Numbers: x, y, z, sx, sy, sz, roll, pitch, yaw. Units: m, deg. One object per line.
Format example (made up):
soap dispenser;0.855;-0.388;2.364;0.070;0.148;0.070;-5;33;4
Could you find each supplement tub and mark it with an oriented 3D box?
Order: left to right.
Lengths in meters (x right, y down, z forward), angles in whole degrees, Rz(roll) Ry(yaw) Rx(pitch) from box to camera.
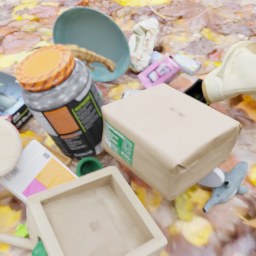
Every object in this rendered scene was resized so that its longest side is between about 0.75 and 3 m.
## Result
supplement tub;-1.564;-0.592;7.323;1.741;2.841;1.741;-10;48;11

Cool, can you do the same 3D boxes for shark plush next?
shark plush;2.397;1.468;7.120;1.711;0.712;0.777;-24;54;-20

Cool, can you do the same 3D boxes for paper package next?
paper package;0.892;0.170;6.539;2.272;1.233;2.384;-24;45;-35

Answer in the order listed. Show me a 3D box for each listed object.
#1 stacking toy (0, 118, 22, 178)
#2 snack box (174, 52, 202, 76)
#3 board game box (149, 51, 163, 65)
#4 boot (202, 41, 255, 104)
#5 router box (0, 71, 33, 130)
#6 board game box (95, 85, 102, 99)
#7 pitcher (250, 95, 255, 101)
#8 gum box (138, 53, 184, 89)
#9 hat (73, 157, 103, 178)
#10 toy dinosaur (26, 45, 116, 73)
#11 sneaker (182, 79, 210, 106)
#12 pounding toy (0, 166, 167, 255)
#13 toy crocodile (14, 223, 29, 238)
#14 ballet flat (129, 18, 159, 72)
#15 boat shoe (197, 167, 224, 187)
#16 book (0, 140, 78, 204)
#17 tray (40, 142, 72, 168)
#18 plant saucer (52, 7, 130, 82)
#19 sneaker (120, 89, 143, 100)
stacking toy;-3.145;0.339;6.684;1.276;1.276;2.989;-20;8;-17
snack box;2.259;-2.508;10.870;1.003;0.266;0.713;34;58;20
board game box;1.170;-2.681;11.121;0.701;0.170;0.927;-35;57;-27
boot;3.709;-1.742;7.754;2.315;1.084;2.979;-2;32;50
router box;-4.148;-0.894;9.088;2.358;0.733;1.767;21;53;18
board game box;-1.247;-1.147;8.994;0.258;1.282;0.981;-21;54;15
pitcher;5.124;-0.976;9.027;2.235;1.355;1.917;17;70;7
gum box;1.096;-1.734;8.963;1.110;1.955;0.647;-37;88;17
hat;-1.169;1.212;7.781;0.751;0.799;0.907;-14;81;-26
toy dinosaur;-1.704;-2.237;8.379;2.753;0.832;1.462;4;3;-29
sneaker;1.542;-0.542;8.381;0.934;1.078;2.604;35;74;28
pounding toy;-1.112;2.335;5.871;2.600;1.848;2.394;-16;51;-31
toy crocodile;-2.356;2.347;6.679;0.311;0.284;0.921;33;61;23
ballet flat;0.538;-3.458;10.889;1.096;0.926;2.897;-20;47;42
boat shoe;1.553;0.748;7.505;2.248;0.786;0.745;24;47;24
book;-1.984;1.337;6.695;1.814;0.436;1.212;48;55;-18
tray;-2.239;0.882;7.920;1.206;0.223;0.595;26;55;25
plant saucer;-1.179;-2.826;9.505;2.786;2.786;0.501;13;50;11
sneaker;0.074;-0.532;8.286;1.116;1.057;2.715;29;24;22
